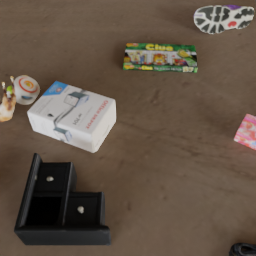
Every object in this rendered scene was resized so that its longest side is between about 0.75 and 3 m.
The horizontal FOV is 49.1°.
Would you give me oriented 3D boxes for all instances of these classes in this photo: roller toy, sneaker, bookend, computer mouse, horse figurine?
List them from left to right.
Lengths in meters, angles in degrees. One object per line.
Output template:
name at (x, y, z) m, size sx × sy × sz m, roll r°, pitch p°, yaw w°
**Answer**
horse figurine at (-3.726, -0.720, 8.506) m, size 0.440 × 1.762 × 1.168 m, roll 4°, pitch 54°, yaw -38°
roller toy at (-3.368, -1.257, 9.184) m, size 0.832 × 0.637 × 0.912 m, roll 42°, pitch 38°, yaw -9°
bookend at (-1.377, 1.675, 6.723) m, size 2.003 × 0.922 × 1.990 m, roll 1°, pitch 50°, yaw 0°
sneaker at (4.063, -4.863, 12.325) m, size 2.839 × 1.144 × 1.184 m, roll -8°, pitch 36°, yaw -20°
computer mouse at (2.779, 3.250, 5.705) m, size 1.366 × 0.448 × 1.946 m, roll 7°, pitch 50°, yaw 5°

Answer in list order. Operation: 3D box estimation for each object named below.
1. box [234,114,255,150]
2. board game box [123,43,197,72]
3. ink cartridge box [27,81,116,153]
box at (3.848, 0.246, 7.995) m, size 1.341 × 0.635 × 0.688 m, roll 28°, pitch 71°, yaw 22°
board game box at (1.231, -2.739, 10.833) m, size 2.748 × 0.322 × 1.440 m, roll 3°, pitch 48°, yaw 3°
ink cartridge box at (-1.625, -0.377, 8.466) m, size 2.118 × 0.909 × 1.551 m, roll 18°, pitch 52°, yaw 16°
